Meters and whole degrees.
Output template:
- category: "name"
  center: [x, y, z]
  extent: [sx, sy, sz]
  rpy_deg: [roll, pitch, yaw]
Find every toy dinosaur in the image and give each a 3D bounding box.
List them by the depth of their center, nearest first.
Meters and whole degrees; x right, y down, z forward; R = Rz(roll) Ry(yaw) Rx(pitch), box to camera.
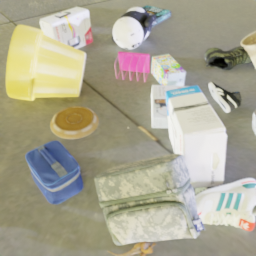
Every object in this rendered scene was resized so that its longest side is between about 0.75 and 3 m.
- category: "toy dinosaur"
  center: [0.240, 2.833, 6.513]
  extent: [1.266, 0.382, 0.672]
  rpy_deg: [-23, 22, -26]

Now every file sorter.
- category: "file sorter"
  center: [0.164, -2.564, 11.966]
  extent: [1.346, 0.935, 0.844]
  rpy_deg: [8, 52, 12]

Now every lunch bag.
- category: "lunch bag"
  center: [0.495, 1.673, 6.397]
  extent: [2.148, 1.801, 1.496]
  rpy_deg: [-15, -2, 16]
- category: "lunch bag"
  center: [-2.072, 1.113, 7.798]
  extent: [1.122, 1.093, 1.652]
  rpy_deg: [-29, 50, -29]

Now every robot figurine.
- category: "robot figurine"
  center: [0.279, -5.153, 14.512]
  extent: [1.673, 2.014, 2.681]
  rpy_deg: [29, 46, 2]

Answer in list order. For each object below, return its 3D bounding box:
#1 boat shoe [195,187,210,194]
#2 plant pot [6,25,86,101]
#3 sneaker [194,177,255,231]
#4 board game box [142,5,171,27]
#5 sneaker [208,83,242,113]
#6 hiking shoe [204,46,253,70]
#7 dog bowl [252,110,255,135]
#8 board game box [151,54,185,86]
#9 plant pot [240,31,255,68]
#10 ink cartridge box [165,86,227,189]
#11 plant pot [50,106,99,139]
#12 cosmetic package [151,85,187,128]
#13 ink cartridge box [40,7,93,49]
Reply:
- category: "boat shoe"
  center: [2.154, 1.612, 7.821]
  extent: [0.389, 0.345, 1.040]
  rpy_deg: [-28, 18, 32]
- category: "plant pot"
  center: [-3.010, -2.244, 10.667]
  extent: [2.535, 2.695, 2.695]
  rpy_deg: [10, 40, -13]
- category: "sneaker"
  center: [2.496, 2.055, 6.925]
  extent: [2.379, 0.837, 1.112]
  rpy_deg: [-14, 42, -17]
- category: "board game box"
  center: [1.165, -6.869, 17.358]
  extent: [1.910, 0.398, 2.823]
  rpy_deg: [26, 47, 26]
- category: "sneaker"
  center: [3.785, -1.284, 10.763]
  extent: [0.836, 0.546, 1.495]
  rpy_deg: [-24, 56, 0]
- category: "hiking shoe"
  center: [4.755, -3.041, 12.791]
  extent: [2.454, 0.929, 1.236]
  rpy_deg: [0, 49, 14]
- category: "dog bowl"
  center: [5.446, -0.109, 9.456]
  extent: [2.522, 0.739, 2.522]
  rpy_deg: [0, 42, 0]
- category: "board game box"
  center: [1.671, -2.377, 11.945]
  extent: [0.822, 0.837, 1.597]
  rpy_deg: [-13, 43, -14]
- category: "plant pot"
  center: [5.861, -3.157, 11.762]
  extent: [1.774, 1.624, 1.774]
  rpy_deg: [-25, 24, 12]
- category: "ink cartridge box"
  center: [1.822, 0.184, 7.957]
  extent: [1.068, 1.849, 2.533]
  rpy_deg: [-8, 31, 3]
- category: "plant pot"
  center: [-1.925, -0.271, 10.024]
  extent: [1.727, 0.237, 1.727]
  rpy_deg: [-1, 41, 0]
- category: "cosmetic package"
  center: [1.660, -0.816, 10.422]
  extent: [1.570, 0.538, 2.082]
  rpy_deg: [3, 41, 0]
- category: "ink cartridge box"
  center: [-3.018, -4.822, 14.030]
  extent: [1.006, 1.734, 2.350]
  rpy_deg: [28, 50, 31]
